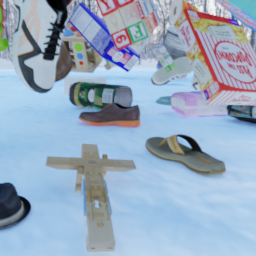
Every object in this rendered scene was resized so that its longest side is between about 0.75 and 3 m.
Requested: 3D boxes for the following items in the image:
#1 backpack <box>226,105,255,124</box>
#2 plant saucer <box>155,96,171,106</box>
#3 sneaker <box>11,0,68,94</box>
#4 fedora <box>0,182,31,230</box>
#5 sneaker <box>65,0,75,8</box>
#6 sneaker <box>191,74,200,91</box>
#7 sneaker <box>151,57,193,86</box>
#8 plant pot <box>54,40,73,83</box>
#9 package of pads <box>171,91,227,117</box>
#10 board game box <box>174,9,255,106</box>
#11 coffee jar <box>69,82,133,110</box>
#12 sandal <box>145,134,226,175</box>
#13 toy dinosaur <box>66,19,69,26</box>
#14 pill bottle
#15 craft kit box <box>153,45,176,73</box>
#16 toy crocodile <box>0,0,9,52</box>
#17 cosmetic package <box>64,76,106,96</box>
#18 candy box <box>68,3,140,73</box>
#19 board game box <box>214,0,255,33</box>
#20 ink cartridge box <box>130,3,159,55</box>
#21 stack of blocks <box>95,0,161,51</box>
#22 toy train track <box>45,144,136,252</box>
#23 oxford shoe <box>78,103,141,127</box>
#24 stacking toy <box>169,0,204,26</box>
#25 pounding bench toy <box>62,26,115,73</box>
[{"bbox_3d":[4.941,-0.921,10.029,1.889,1.647,2.149,-5,21,-40],"label":"backpack"},{"bbox_3d":[2.345,-1.417,14.431,1.858,0.255,1.858,1,14,0],"label":"plant saucer"},{"bbox_3d":[-2.023,-2.237,6.635,1.166,2.915,1.075,11,19,28],"label":"sneaker"},{"bbox_3d":[-2.017,1.162,4.400,1.002,0.458,1.002,-1,15,0],"label":"fedora"},{"bbox_3d":[-1.593,-4.173,8.676,1.498,0.500,0.803,-31,1,37],"label":"sneaker"},{"bbox_3d":[2.520,-1.858,8.457,1.015,1.560,0.623,10,-8,8],"label":"sneaker"},{"bbox_3d":[1.748,-2.229,11.214,1.961,0.735,0.828,-22,-2,-13],"label":"sneaker"},{"bbox_3d":[-2.585,-2.406,8.766,1.523,1.523,1.508,-1,-17,-5],"label":"plant pot"},{"bbox_3d":[3.177,-1.047,11.737,2.445,0.925,1.473,-4,18,-13],"label":"package of pads"},{"bbox_3d":[2.368,-1.728,6.963,1.866,2.464,0.570,-2,-27,-28],"label":"board game box"},{"bbox_3d":[-1.274,-1.392,12.448,2.766,1.180,1.442,11,12,34],"label":"coffee jar"},{"bbox_3d":[1.314,0.484,6.619,0.910,0.612,2.265,-10,18,-33],"label":"sandal"},{"bbox_3d":[-2.376,-3.915,10.236,1.118,0.587,1.014,-11,42,-6],"label":"toy dinosaur"},{"bbox_3d":[2.178,-3.467,11.786,1.433,2.519,1.433,12,28,-7],"label":"pill bottle"},{"bbox_3d":[1.218,-2.295,9.233,0.210,0.853,0.864,-34,6,29],"label":"craft kit box"},{"bbox_3d":[-3.532,-3.053,7.193,0.821,2.660,0.898,-17,58,-31],"label":"toy crocodile"},{"bbox_3d":[-2.503,-2.393,16.346,1.818,1.117,1.812,-13,20,-40],"label":"cosmetic package"},{"bbox_3d":[-0.583,-2.214,6.989,1.528,0.588,1.292,51,17,24],"label":"candy box"},{"bbox_3d":[2.031,-1.932,4.497,2.177,0.490,1.656,11,36,-43],"label":"board game box"},{"bbox_3d":[0.038,-3.963,11.093,1.516,2.067,1.509,29,64,3],"label":"ink cartridge box"},{"bbox_3d":[0.042,-2.154,4.890,0.556,1.092,1.897,-17,22,20],"label":"stack of blocks"},{"bbox_3d":[-0.609,1.086,4.849,1.691,0.480,2.948,4,20,-12],"label":"toy train track"},{"bbox_3d":[-0.674,-0.529,9.983,2.268,0.823,0.807,2,15,7],"label":"oxford shoe"},{"bbox_3d":[1.731,-3.233,7.903,1.023,0.747,0.747,2,14,-15],"label":"stacking toy"},{"bbox_3d":[-1.767,-3.636,12.758,2.326,1.815,1.445,7,37,14],"label":"pounding bench toy"}]
